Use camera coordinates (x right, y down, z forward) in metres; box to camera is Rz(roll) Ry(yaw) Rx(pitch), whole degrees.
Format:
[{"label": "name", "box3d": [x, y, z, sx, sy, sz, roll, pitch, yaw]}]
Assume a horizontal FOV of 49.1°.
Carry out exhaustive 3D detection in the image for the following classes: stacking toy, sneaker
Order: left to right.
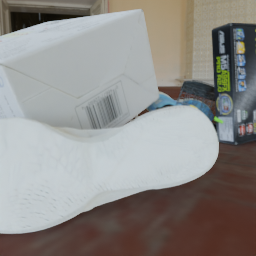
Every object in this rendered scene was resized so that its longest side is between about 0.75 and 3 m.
[{"label": "sneaker", "box3d": [-0.538, 0.462, 3.191, 2.876, 1.082, 1.273, -6, -10, -7]}, {"label": "sneaker", "box3d": [1.422, -0.340, 7.481, 1.959, 0.768, 0.881, 9, 28, -17]}, {"label": "stacking toy", "box3d": [1.506, -0.056, 5.799, 0.762, 0.574, 0.179, 27, -4, 8]}]

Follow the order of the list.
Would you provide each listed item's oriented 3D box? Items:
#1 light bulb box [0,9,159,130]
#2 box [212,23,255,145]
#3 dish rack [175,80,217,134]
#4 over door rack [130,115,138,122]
[{"label": "light bulb box", "box3d": [-1.412, -0.866, 5.101, 2.765, 1.725, 2.741, 12, 37, 41]}, {"label": "box", "box3d": [2.810, -0.993, 6.218, 1.963, 2.450, 0.542, -8, 7, -27]}, {"label": "dish rack", "box3d": [1.756, -0.581, 6.900, 1.245, 1.623, 0.443, 20, -30, 9]}, {"label": "over door rack", "box3d": [-0.419, -0.361, 7.035, 2.913, 0.970, 2.152, 1, 9, 0]}]
